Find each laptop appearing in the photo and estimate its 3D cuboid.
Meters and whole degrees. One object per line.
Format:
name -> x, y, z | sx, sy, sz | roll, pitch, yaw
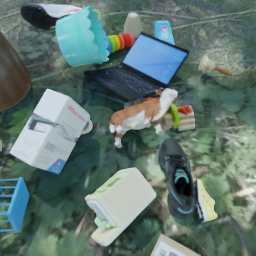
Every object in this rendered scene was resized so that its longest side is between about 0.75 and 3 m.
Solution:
laptop -> 0.249, -2.031, 8.807 | 2.442, 1.261, 2.164 | -21, 43, -41

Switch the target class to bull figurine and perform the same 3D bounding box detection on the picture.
bull figurine -> 0.419, -0.292, 7.641 | 2.164, 0.705, 1.314 | -22, 33, 25

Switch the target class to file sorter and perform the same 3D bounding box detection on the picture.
file sorter -> -2.763, 1.750, 6.407 | 0.622, 0.703, 1.014 | -1, 39, -1

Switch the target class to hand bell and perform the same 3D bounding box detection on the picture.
hand bell -> 2.892, -1.941, 9.135 | 1.048, 0.546, 0.546 | 28, 58, 19

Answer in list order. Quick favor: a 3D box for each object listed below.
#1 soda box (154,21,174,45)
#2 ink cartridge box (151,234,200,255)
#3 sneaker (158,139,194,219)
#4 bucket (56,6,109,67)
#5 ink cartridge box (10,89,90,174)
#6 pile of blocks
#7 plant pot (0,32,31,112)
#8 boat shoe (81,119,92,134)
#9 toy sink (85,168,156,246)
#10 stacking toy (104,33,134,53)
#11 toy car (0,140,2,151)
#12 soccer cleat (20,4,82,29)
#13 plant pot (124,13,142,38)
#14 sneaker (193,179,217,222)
soda box -> 1.326, -3.264, 10.396 | 0.544, 0.575, 1.695 | -2, 53, -2
ink cartridge box -> 0.848, 3.008, 5.753 | 1.002, 0.457, 1.217 | 23, 55, 18
sneaker -> 1.280, 1.086, 6.957 | 0.818, 0.860, 2.170 | -5, 52, -5
bucket -> -1.366, -2.714, 8.558 | 1.102, 1.695, 1.695 | -12, 52, 12
ink cartridge box -> -1.874, 0.123, 7.026 | 0.750, 1.287, 1.780 | 23, 79, 22
pile of blocks -> 0.923, -0.487, 8.231 | 2.184, 0.679, 0.897 | 10, 52, 8
plant pot -> -4.464, -2.169, 8.300 | 2.444, 2.615, 2.444 | 0, 53, 0
boat shoe -> -1.831, -0.337, 8.027 | 1.611, 0.747, 0.601 | 16, 68, 14
toy sink -> -0.334, 1.670, 6.234 | 1.539, 1.003, 0.862 | -39, 95, -25
stacking toy -> -0.607, -3.057, 10.181 | 1.844, 0.787, 0.787 | -20, 55, -20
toy car -> -4.199, 0.574, 7.097 | 1.443, 1.237, 1.649 | 4, 53, 4
soccer cleat -> -2.877, -4.508, 11.194 | 2.714, 0.926, 0.993 | 9, 46, 3
plant pot -> 0.182, -4.030, 10.857 | 0.722, 0.771, 0.722 | 0, 52, 0
sneaker -> 1.851, 1.749, 6.785 | 0.477, 0.413, 1.057 | 2, 57, -12
